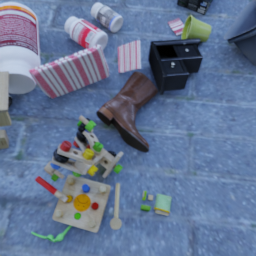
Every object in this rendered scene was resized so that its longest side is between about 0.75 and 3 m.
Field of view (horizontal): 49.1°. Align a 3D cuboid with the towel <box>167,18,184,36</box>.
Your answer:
[{"bbox_3d":[2.037,-4.149,11.501,0.550,0.087,0.763,-25,69,-9],"label":"towel"}]

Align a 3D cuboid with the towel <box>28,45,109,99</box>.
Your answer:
[{"bbox_3d":[-1.898,-1.890,9.517,2.438,1.784,0.365,-21,71,-3],"label":"towel"}]

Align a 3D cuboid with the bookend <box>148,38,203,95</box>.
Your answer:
[{"bbox_3d":[1.853,-2.203,9.919,1.893,0.877,1.905,-6,53,-8],"label":"bookend"}]

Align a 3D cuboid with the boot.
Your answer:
[{"bbox_3d":[0.459,-0.650,9.698,2.261,0.779,2.426,42,62,2],"label":"boot"}]

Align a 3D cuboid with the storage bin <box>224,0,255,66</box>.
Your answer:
[{"bbox_3d":[5.024,-3.615,10.467,1.723,1.867,2.566,45,70,-19],"label":"storage bin"}]

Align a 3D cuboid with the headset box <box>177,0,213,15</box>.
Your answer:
[{"bbox_3d":[3.002,-5.743,11.842,1.330,0.709,1.527,27,69,11],"label":"headset box"}]

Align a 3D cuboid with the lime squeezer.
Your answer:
[{"bbox_3d":[-2.202,3.148,8.289,1.340,0.253,0.473,-13,68,-5],"label":"lime squeezer"}]

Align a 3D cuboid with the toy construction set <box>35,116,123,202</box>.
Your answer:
[{"bbox_3d":[-1.264,1.152,8.355,1.868,2.028,2.432,39,89,-1],"label":"toy construction set"}]

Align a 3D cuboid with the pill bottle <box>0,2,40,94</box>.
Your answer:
[{"bbox_3d":[-4.048,-2.820,10.057,1.687,1.687,2.986,-9,67,-4],"label":"pill bottle"}]

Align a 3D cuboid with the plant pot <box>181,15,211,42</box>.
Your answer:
[{"bbox_3d":[2.698,-3.779,10.942,0.905,0.985,0.985,10,67,-10],"label":"plant pot"}]

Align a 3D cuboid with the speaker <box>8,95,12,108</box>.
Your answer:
[{"bbox_3d":[-4.889,-1.309,9.985,1.573,0.639,0.639,38,72,14],"label":"speaker"}]

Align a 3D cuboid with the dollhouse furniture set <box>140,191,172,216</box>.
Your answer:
[{"bbox_3d":[0.871,2.277,8.535,0.930,0.467,0.609,10,67,4],"label":"dollhouse furniture set"}]

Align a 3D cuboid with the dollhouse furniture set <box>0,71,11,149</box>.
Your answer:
[{"bbox_3d":[-4.608,-0.477,8.934,1.882,1.979,1.613,-6,55,-13],"label":"dollhouse furniture set"}]

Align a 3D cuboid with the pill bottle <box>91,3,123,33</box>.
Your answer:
[{"bbox_3d":[-0.870,-4.470,11.301,1.241,0.706,0.706,40,72,16],"label":"pill bottle"}]

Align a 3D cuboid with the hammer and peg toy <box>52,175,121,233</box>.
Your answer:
[{"bbox_3d":[-1.075,2.292,8.401,2.020,0.712,1.486,13,66,6],"label":"hammer and peg toy"}]

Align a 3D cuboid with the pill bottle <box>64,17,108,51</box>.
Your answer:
[{"bbox_3d":[-1.649,-3.611,10.828,1.601,0.899,0.899,37,72,15],"label":"pill bottle"}]

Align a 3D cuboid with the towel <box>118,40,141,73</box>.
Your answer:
[{"bbox_3d":[0.048,-2.521,10.047,0.202,1.347,0.986,-5,96,-35],"label":"towel"}]
